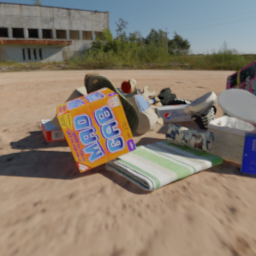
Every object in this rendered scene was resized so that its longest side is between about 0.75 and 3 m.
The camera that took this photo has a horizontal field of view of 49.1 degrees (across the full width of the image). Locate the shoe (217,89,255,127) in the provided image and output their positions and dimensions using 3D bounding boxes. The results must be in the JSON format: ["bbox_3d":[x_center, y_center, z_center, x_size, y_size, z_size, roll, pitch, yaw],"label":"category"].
[{"bbox_3d":[3.625,-0.309,7.898,2.306,0.824,1.049,23,-11,21],"label":"shoe"}]

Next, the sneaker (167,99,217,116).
[{"bbox_3d":[3.372,-1.075,14.786,2.544,0.846,1.151,9,14,17],"label":"sneaker"}]

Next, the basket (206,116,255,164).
[{"bbox_3d":[3.387,0.352,8.907,1.380,1.110,1.368,13,20,38],"label":"basket"}]

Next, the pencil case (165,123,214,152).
[{"bbox_3d":[1.907,0.287,8.630,1.576,0.705,0.613,13,60,48],"label":"pencil case"}]

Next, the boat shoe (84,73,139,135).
[{"bbox_3d":[-0.559,-0.844,9.658,1.057,2.795,1.032,-38,39,-4],"label":"boat shoe"}]

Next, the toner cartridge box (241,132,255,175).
[{"bbox_3d":[4.270,0.792,7.453,2.277,1.081,0.491,7,16,21],"label":"toner cartridge box"}]

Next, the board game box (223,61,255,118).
[{"bbox_3d":[4.973,-1.354,11.406,0.957,2.197,2.978,7,-4,-6],"label":"board game box"}]

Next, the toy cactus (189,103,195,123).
[{"bbox_3d":[3.268,-0.653,13.677,1.419,0.726,1.171,12,27,4],"label":"toy cactus"}]

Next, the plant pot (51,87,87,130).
[{"bbox_3d":[-1.511,-0.469,10.541,1.511,1.705,1.707,44,26,1],"label":"plant pot"}]

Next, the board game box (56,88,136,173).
[{"bbox_3d":[-0.948,-0.030,7.881,1.623,1.622,1.624,-22,18,-9],"label":"board game box"}]

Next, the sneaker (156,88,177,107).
[{"bbox_3d":[2.135,-1.825,16.867,1.132,0.947,2.494,-9,18,-4],"label":"sneaker"}]

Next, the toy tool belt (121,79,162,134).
[{"bbox_3d":[0.632,-0.973,11.479,1.382,2.248,1.404,-25,3,-42],"label":"toy tool belt"}]

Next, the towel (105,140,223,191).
[{"bbox_3d":[1.025,1.009,8.146,2.914,0.447,2.174,-9,20,-37],"label":"towel"}]

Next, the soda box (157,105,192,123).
[{"bbox_3d":[2.227,-0.667,13.057,2.019,0.640,0.689,-3,16,17],"label":"soda box"}]

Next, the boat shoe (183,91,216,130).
[{"bbox_3d":[2.583,-0.497,9.244,0.840,1.043,2.250,-39,0,0],"label":"boat shoe"}]

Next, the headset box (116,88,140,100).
[{"bbox_3d":[-0.812,-1.404,15.013,2.628,1.219,2.288,7,18,26],"label":"headset box"}]

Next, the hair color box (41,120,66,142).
[{"bbox_3d":[-2.938,0.064,11.124,0.822,0.474,1.483,-7,21,-23],"label":"hair color box"}]
